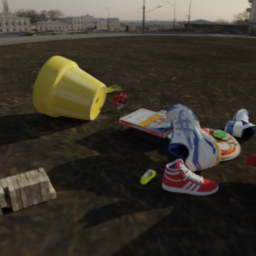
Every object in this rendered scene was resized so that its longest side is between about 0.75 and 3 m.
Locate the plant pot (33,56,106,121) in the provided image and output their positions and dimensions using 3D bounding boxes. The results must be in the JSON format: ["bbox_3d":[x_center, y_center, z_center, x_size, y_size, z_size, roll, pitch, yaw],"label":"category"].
[{"bbox_3d":[-2.427,-1.532,12.464,2.476,2.631,2.631,21,28,7],"label":"plant pot"}]

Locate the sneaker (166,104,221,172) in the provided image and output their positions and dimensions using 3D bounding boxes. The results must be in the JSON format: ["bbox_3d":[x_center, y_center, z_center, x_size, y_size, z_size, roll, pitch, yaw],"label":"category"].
[{"bbox_3d":[1.807,0.244,9.436,1.286,1.098,2.917,-21,41,-9],"label":"sneaker"}]

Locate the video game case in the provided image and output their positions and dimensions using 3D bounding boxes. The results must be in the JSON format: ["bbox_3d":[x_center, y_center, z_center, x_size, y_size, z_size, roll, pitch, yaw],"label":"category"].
[{"bbox_3d":[0.961,-0.233,11.160,2.164,0.189,1.547,19,31,36],"label":"video game case"}]

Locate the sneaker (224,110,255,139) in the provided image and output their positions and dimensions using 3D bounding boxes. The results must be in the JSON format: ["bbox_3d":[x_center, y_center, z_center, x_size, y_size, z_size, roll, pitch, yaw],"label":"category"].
[{"bbox_3d":[4.625,-0.026,11.190,1.020,0.713,1.766,21,38,31],"label":"sneaker"}]

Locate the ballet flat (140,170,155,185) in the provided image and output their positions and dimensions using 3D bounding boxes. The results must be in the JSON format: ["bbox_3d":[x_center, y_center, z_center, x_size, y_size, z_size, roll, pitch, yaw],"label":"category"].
[{"bbox_3d":[0.611,1.411,8.385,0.262,0.263,0.784,13,27,29],"label":"ballet flat"}]

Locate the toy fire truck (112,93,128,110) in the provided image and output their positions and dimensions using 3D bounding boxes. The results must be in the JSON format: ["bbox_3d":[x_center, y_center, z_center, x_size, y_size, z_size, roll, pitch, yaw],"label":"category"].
[{"bbox_3d":[-0.354,-1.280,13.614,0.758,0.636,0.425,-33,42,5],"label":"toy fire truck"}]

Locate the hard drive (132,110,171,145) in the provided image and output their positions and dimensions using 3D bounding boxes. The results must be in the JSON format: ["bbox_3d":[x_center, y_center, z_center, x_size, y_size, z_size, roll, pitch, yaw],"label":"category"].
[{"bbox_3d":[1.510,-0.078,11.545,1.646,0.388,2.359,16,29,31],"label":"hard drive"}]

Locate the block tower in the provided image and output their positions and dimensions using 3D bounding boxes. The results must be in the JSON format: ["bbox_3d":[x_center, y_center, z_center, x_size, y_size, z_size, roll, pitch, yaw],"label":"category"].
[{"bbox_3d":[-3.173,1.742,7.141,2.455,0.710,0.663,-12,27,-28],"label":"block tower"}]

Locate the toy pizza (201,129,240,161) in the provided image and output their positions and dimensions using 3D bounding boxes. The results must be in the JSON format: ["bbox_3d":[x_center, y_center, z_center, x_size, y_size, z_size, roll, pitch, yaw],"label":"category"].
[{"bbox_3d":[3.000,0.497,10.044,1.964,0.311,1.964,1,32,0],"label":"toy pizza"}]

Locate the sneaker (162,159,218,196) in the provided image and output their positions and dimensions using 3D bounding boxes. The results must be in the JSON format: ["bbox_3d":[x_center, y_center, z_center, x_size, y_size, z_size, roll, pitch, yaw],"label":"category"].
[{"bbox_3d":[1.741,1.357,7.759,1.545,0.869,0.550,2,24,5],"label":"sneaker"}]

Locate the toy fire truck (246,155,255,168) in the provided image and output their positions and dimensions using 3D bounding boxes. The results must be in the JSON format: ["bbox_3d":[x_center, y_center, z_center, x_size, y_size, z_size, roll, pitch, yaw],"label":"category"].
[{"bbox_3d":[4.621,1.162,7.322,2.591,1.453,2.176,14,-3,13],"label":"toy fire truck"}]

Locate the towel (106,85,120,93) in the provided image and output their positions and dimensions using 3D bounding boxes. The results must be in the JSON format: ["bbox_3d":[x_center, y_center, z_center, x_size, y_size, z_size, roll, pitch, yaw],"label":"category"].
[{"bbox_3d":[-1.304,-2.190,16.364,1.644,0.148,0.707,-20,29,-27],"label":"towel"}]
